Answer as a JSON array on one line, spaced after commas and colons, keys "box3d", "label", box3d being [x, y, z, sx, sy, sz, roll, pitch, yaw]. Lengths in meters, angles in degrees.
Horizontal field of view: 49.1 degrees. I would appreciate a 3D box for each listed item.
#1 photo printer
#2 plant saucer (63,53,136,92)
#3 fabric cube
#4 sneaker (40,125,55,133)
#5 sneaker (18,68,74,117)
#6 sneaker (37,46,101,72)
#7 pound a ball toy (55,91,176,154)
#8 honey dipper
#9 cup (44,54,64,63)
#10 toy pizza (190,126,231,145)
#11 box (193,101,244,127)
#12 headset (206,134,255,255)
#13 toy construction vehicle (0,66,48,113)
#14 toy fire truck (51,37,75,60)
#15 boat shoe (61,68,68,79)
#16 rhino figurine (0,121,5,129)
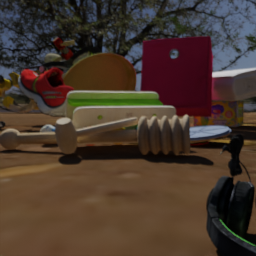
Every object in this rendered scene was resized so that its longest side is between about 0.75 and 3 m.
[{"box3d": [3.152, -1.436, 9.333, 2.040, 0.852, 2.453, -15, 13, -29], "label": "photo printer"}, {"box3d": [-0.976, -1.281, 8.895, 2.594, 2.594, 0.403, -2, 42, -32], "label": "plant saucer"}, {"box3d": [1.408, -1.308, 7.852, 1.785, 1.813, 1.819, 2, -4, 19], "label": "fabric cube"}, {"box3d": [-1.245, 0.145, 4.659, 0.288, 0.291, 0.802, -39, -4, -5], "label": "sneaker"}, {"box3d": [-1.927, -1.049, 6.807, 0.853, 0.940, 2.214, 6, 23, -47], "label": "sneaker"}, {"box3d": [-2.269, -2.046, 10.754, 2.916, 1.077, 1.180, -22, -14, -2], "label": "sneaker"}, {"box3d": [-0.194, 0.009, 4.062, 1.790, 0.761, 1.167, -3, 27, -20], "label": "pound a ball toy"}, {"box3d": [-0.511, 0.097, 3.608, 2.558, 0.486, 0.486, 0, 4, 12], "label": "honey dipper"}, {"box3d": [-3.048, -2.676, 11.312, 0.566, 0.791, 0.791, 42, 20, 19], "label": "cup"}, {"box3d": [1.143, 0.135, 4.592, 1.038, 0.165, 1.038, -8, 7, 1], "label": "toy pizza"}, {"box3d": [2.934, -0.450, 9.035, 1.305, 0.796, 1.256, 2, 5, 31], "label": "box"}, {"box3d": [0.579, 0.299, 1.236, 0.487, 0.371, 0.789, 1, 15, 5], "label": "headset"}, {"box3d": [-3.289, -1.100, 8.898, 2.439, 0.859, 2.124, -5, -9, 9], "label": "toy construction vehicle"}, {"box3d": [-2.147, -2.763, 9.718, 0.567, 0.776, 0.881, -43, 38, -10], "label": "toy fire truck"}, {"box3d": [-1.900, -1.590, 8.881, 1.344, 0.503, 0.416, -22, 32, 9], "label": "boat shoe"}, {"box3d": [-2.888, -0.026, 5.616, 1.356, 0.406, 0.593, 5, 21, 42], "label": "rhino figurine"}]
